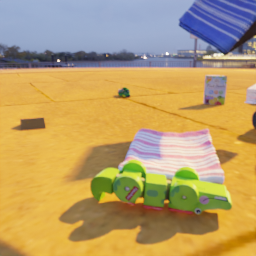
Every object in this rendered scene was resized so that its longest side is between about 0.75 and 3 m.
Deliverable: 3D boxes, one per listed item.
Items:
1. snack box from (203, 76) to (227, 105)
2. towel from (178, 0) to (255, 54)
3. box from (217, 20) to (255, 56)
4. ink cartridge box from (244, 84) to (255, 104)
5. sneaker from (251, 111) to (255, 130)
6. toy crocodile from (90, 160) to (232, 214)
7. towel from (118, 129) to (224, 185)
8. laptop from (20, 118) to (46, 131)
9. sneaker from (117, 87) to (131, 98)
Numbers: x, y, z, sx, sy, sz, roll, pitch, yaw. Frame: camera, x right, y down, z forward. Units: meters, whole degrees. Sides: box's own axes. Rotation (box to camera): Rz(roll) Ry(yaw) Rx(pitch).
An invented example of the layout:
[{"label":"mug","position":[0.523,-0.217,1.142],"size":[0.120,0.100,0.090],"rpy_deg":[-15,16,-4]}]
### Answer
[{"label":"snack box","position":[4.050,-1.759,13.061],"size":[0.949,1.335,0.354],"rpy_deg":[2,16,4]},{"label":"towel","position":[1.848,-2.394,4.753],"size":[0.245,2.051,1.485],"rpy_deg":[20,25,-39]},{"label":"box","position":[3.653,-3.610,8.785],"size":[1.043,2.004,1.825],"rpy_deg":[38,-20,-10]},{"label":"ink cartridge box","position":[3.484,-0.901,7.309],"size":[0.585,0.336,0.999],"rpy_deg":[11,26,40]},{"label":"sneaker","position":[5.255,-0.277,8.179],"size":[2.932,1.092,1.277],"rpy_deg":[9,13,29]},{"label":"toy crocodile","position":[0.470,0.979,4.357],"size":[2.181,0.673,0.736],"rpy_deg":[7,15,8]},{"label":"towel","position":[0.984,0.508,6.394],"size":[2.000,0.409,2.733],"rpy_deg":[2,15,10]},{"label":"laptop","position":[-3.151,-0.067,9.257],"size":[0.755,0.467,0.806],"rpy_deg":[-5,-13,-20]},{"label":"sneaker","position":[-0.207,-2.046,15.681],"size":[0.501,0.547,1.284],"rpy_deg":[-7,16,-26]}]
